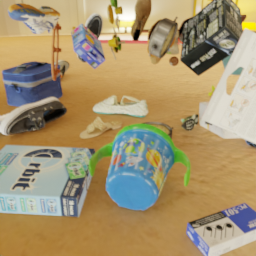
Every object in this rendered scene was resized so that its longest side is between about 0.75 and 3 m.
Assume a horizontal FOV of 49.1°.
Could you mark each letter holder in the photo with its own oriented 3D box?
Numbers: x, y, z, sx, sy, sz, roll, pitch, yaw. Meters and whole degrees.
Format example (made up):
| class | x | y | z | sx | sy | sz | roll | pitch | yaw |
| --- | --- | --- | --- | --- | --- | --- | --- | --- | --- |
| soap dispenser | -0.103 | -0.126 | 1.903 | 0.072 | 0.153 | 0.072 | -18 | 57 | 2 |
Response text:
| class | x | y | z | sx | sy | sz | roll | pitch | yaw |
| --- | --- | --- | --- | --- | --- | --- | --- | --- | --- |
| letter holder | 3.478 | -4.293 | 11.739 | 2.341 | 1.664 | 1.177 | -22 | 70 | -22 |

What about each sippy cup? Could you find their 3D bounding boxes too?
| class | x | y | z | sx | sy | sz | roll | pitch | yaw |
| --- | --- | --- | --- | --- | --- | --- | --- | --- | --- |
| sippy cup | 0.243 | 1.019 | 6.809 | 2.211 | 1.736 | 1.621 | -30 | 21 | 31 |

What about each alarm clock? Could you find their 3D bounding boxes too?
| class | x | y | z | sx | sy | sz | roll | pitch | yaw |
| --- | --- | --- | --- | --- | --- | --- | --- | --- | --- |
| alarm clock | 0.785 | 0.354 | 9.353 | 1.256 | 0.620 | 1.862 | 10 | 24 | 20 |
| alarm clock | 0.932 | -2.562 | 8.193 | 0.546 | 1.106 | 1.639 | 27 | 49 | 9 |

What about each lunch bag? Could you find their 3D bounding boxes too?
| class | x | y | z | sx | sy | sz | roll | pitch | yaw |
| --- | --- | --- | --- | --- | --- | --- | --- | --- | --- |
| lunch bag | -4.662 | -2.251 | 13.603 | 1.970 | 1.918 | 2.899 | 8 | 25 | 19 |

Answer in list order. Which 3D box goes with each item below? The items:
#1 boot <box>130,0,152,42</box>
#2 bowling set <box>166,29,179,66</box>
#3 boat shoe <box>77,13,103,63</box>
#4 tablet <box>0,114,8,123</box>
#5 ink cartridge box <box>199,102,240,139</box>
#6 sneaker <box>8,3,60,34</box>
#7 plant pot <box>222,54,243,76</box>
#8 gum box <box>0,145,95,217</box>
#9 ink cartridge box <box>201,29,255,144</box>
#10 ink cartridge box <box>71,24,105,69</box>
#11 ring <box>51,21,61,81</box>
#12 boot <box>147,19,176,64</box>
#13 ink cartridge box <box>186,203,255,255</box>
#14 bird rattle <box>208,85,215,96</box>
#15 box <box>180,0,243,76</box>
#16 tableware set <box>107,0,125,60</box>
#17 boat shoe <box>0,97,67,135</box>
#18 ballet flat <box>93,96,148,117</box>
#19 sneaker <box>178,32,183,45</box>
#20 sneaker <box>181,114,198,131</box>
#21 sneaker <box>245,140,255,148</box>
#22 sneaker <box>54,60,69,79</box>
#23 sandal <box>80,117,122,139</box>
| class | x | y | z | sx | sy | sz | roll | pitch | yaw |
| --- | --- | --- | --- | --- | --- | --- | --- | --- | --- |
| boot | 0.518 | -4.313 | 11.164 | 0.690 | 1.874 | 0.707 | 9 | 50 | -8 |
| bowling set | 1.526 | -3.387 | 11.769 | 1.185 | 1.536 | 2.207 | 0 | -3 | 13 |
| boat shoe | -1.643 | -3.897 | 12.248 | 0.778 | 2.168 | 0.735 | 19 | 19 | -27 |
| tablet | -4.711 | -0.444 | 11.025 | 1.727 | 0.181 | 2.654 | -8 | 16 | 36 |
| ink cartridge box | 3.741 | -0.355 | 9.975 | 1.729 | 1.003 | 2.342 | -2 | 10 | -4 |
| sneaker | -2.653 | -3.009 | 7.970 | 0.668 | 0.783 | 1.776 | 40 | 30 | 13 |
| plant pot | 4.049 | -2.473 | 10.709 | 0.758 | 1.126 | 1.126 | -19 | 19 | 18 |
| gum box | -2.370 | 1.266 | 7.309 | 2.694 | 0.600 | 2.289 | 1 | 24 | 3 |
| ink cartridge box | 2.837 | -0.789 | 6.126 | 1.859 | 2.110 | 0.472 | 23 | 13 | -1 |
| ink cartridge box | -1.561 | -3.145 | 11.038 | 0.660 | 1.179 | 1.728 | -34 | 45 | 21 |
| ring | -2.918 | -3.207 | 11.509 | 0.243 | 2.528 | 2.528 | 4 | 23 | -10 |
| boot | 1.182 | -3.215 | 9.553 | 0.655 | 1.333 | 1.862 | 21 | 68 | 17 |
| ink cartridge box | 2.054 | 2.086 | 5.778 | 1.548 | 0.342 | 0.728 | -10 | 27 | -21 |
| bird rattle | 4.657 | -1.781 | 14.363 | 0.821 | 0.567 | 1.007 | 4 | 21 | -34 |
| box | 2.288 | -2.595 | 7.750 | 0.786 | 1.495 | 1.825 | 33 | 47 | -24 |
| tableware set | -0.389 | -3.392 | 9.313 | 0.304 | 1.333 | 1.979 | -3 | 63 | 15 |
| boat shoe | -3.461 | -0.341 | 10.697 | 0.921 | 0.972 | 2.781 | 33 | 35 | 18 |
| ballet flat | -0.326 | -1.022 | 12.231 | 2.507 | 0.900 | 0.900 | 6 | 25 | 15 |
| sneaker | 2.485 | -3.228 | 9.998 | 1.328 | 0.544 | 0.512 | -4 | 60 | -5 |
| sneaker | 2.293 | -0.202 | 10.929 | 0.571 | 0.496 | 1.289 | 2 | 15 | 35 |
| sneaker | 4.452 | 0.548 | 9.181 | 1.133 | 0.397 | 0.441 | 11 | 19 | 21 |
| sneaker | -4.449 | -3.532 | 17.846 | 1.114 | 1.039 | 2.811 | 16 | 33 | 12 |
| sandal | -1.032 | -0.157 | 10.519 | 1.824 | 0.600 | 0.669 | -17 | 29 | -34 |
